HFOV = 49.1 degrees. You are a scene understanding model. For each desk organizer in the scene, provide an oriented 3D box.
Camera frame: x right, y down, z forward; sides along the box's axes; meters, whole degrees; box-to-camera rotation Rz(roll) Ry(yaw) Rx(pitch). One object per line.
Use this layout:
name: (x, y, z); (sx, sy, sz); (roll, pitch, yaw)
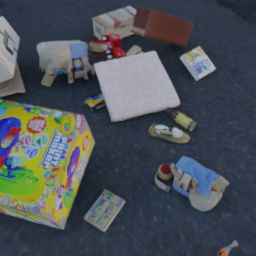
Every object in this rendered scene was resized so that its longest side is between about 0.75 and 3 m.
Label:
desk organizer: (1.646, -4.744, 13.250); (2.983, 1.148, 1.070); (-2, 28, -40)

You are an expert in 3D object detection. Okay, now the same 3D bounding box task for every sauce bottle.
sauce bottle: (1.963, -0.369, 10.676); (0.414, 0.414, 1.280); (-35, 57, -28)

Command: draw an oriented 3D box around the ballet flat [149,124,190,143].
ballet flat: (1.483, 0.185, 10.104); (1.508, 0.492, 0.532); (10, 54, 9)

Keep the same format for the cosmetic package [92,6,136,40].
cosmetic package: (-0.568, -5.524, 14.983); (2.372, 1.035, 1.226); (-28, 54, -23)

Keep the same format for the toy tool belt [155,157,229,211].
toy tool belt: (1.872, 1.436, 8.403); (2.110, 1.297, 1.318); (27, 53, 23)

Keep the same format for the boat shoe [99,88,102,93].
boat shoe: (-0.619, -1.416, 11.640); (1.266, 0.443, 0.420); (24, 75, 5)

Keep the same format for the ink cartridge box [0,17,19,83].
ink cartridge box: (-5.892, -3.028, 11.631); (2.169, 1.249, 2.972); (-21, 48, 8)

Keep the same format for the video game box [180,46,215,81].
video game box: (3.177, -2.935, 12.733); (1.183, 0.304, 1.299); (-32, 84, -28)

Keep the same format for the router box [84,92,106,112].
router box: (-1.268, -1.066, 11.443); (0.870, 0.222, 0.649); (-29, 54, -24)

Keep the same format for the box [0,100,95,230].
box: (-2.813, 1.007, 8.075); (2.765, 1.751, 2.871); (10, 61, 11)

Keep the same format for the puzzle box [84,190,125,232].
puzzle box: (-0.689, 2.426, 8.283); (0.733, 0.140, 1.102); (25, 52, 20)

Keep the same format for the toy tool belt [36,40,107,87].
toy tool belt: (-2.418, -2.859, 12.372); (2.992, 1.839, 1.868); (-12, 28, -28)

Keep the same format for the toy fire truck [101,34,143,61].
toy fire truck: (-0.046, -3.333, 12.963); (2.030, 0.702, 2.878); (-11, 57, -9)

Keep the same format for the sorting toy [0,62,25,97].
sorting toy: (-6.132, -1.967, 12.153); (2.850, 0.520, 2.638); (-15, 49, -19)

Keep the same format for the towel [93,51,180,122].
towel: (0.299, -1.732, 11.400); (2.888, 0.466, 2.759); (-15, 67, -15)

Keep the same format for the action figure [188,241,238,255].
action figure: (2.071, 3.840, 6.706); (1.836, 0.993, 1.898); (-17, 76, -6)
